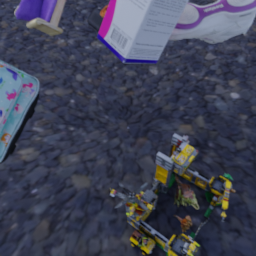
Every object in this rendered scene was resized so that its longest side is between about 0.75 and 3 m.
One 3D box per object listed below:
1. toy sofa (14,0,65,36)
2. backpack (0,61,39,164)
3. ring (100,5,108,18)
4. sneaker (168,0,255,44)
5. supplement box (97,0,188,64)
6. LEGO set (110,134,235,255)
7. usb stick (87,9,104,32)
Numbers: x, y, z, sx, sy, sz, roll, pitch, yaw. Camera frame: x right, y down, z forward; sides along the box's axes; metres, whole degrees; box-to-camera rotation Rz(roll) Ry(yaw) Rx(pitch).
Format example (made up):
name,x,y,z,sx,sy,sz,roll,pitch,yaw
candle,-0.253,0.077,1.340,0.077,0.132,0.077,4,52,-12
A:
name,x,y,z,sx,sy,sz,roll,pitch,yaw
toy sofa,-1.830,-3.288,6.540,0.985,2.020,0.836,18,1,-37
backpack,-2.736,-0.438,4.481,2.125,1.600,1.886,27,78,-12
ring,0.499,-3.864,7.944,2.901,0.278,2.901,-18,33,12
sneaker,1.873,-2.495,7.042,2.644,1.317,0.990,-8,64,6
supplement box,0.387,-2.543,5.781,1.117,2.161,1.093,-11,50,-43
LEGO set,1.094,1.365,5.885,2.627,1.522,2.020,-36,57,-28
usb stick,-0.401,-2.867,8.474,2.062,0.336,0.572,42,95,15
